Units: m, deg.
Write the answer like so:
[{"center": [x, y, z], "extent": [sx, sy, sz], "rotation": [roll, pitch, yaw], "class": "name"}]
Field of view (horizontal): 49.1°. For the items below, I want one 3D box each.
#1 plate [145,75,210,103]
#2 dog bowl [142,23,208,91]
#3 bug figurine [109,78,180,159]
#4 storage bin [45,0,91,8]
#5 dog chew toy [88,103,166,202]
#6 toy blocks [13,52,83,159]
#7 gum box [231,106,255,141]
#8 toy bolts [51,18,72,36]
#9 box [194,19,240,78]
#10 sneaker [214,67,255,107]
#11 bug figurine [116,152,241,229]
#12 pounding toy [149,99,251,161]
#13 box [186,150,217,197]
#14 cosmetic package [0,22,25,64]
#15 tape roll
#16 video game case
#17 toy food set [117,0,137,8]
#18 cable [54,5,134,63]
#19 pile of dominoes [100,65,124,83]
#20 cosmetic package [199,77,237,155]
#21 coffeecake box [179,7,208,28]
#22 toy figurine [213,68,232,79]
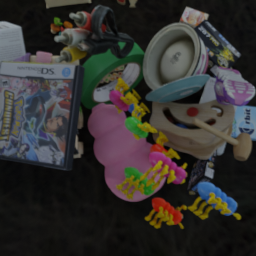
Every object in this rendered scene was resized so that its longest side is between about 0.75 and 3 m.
[{"center": [1.267, -0.920, 7.093], "extent": [1.676, 1.676, 0.214], "rotation": [-16, 82, -5], "class": "plate"}, {"center": [1.279, -1.751, 7.447], "extent": [0.686, 1.860, 1.860], "rotation": [11, 63, -43], "class": "dog bowl"}, {"center": [0.277, -0.156, 7.069], "extent": [0.635, 1.915, 2.469], "rotation": [-36, 50, 10], "class": "bug figurine"}, {"center": [-2.428, -5.648, 10.780], "extent": [1.767, 0.828, 1.754], "rotation": [-9, 71, -3], "class": "storage bin"}, {"center": [-0.139, 0.593, 7.854], "extent": [1.760, 1.760, 2.826], "rotation": [-30, 91, -10], "class": "dog chew toy"}, {"center": [-2.534, -0.413, 8.024], "extent": [2.346, 2.605, 2.787], "rotation": [-1, 73, -7], "class": "toy blocks"}, {"center": [3.799, -0.169, 9.096], "extent": [1.259, 0.280, 1.069], "rotation": [8, 77, 2], "class": "gum box"}, {"center": [-2.422, -3.542, 10.328], "extent": [0.751, 0.545, 0.786], "rotation": [-1, 52, -43], "class": "toy bolts"}, {"center": [2.651, -2.520, 8.914], "extent": [1.696, 0.416, 1.367], "rotation": [46, 53, 0], "class": "box"}, {"center": [2.523, -0.870, 6.927], "extent": [0.723, 0.795, 1.798], "rotation": [13, 29, -1], "class": "sneaker"}, {"center": [0.996, 1.475, 6.335], "extent": [2.185, 2.818, 0.725], "rotation": [40, 56, -6], "class": "bug figurine"}, {"center": [1.894, -0.309, 7.370], "extent": [2.863, 1.643, 1.637], "rotation": [19, 60, 26], "class": "pounding toy"}, {"center": [2.102, 1.234, 7.989], "extent": [0.284, 1.144, 1.135], "rotation": [27, 49, 2], "class": "box"}, {"center": [-3.583, -2.073, 7.695], "extent": [1.145, 1.389, 1.146], "rotation": [-23, 38, -37], "class": "cosmetic package"}, {"center": [-0.489, -1.541, 8.500], "extent": [2.390, 2.390, 0.574], "rotation": [-32, 74, -11], "class": "tape roll"}, {"center": [-2.162, -0.338, 6.515], "extent": [2.127, 0.300, 2.354], "rotation": [7, 89, 16], "class": "video game case"}, {"center": [-0.060, -5.457, 11.043], "extent": [1.030, 0.255, 1.620], "rotation": [11, 79, 4], "class": "toy food set"}, {"center": [-0.508, -1.991, 5.932], "extent": [0.655, 2.604, 1.264], "rotation": [36, 118, 8], "class": "cable"}, {"center": [-0.823, -1.981, 9.348], "extent": [1.415, 0.225, 1.103], "rotation": [-6, 59, 13], "class": "pile of dominoes"}, {"center": [2.651, -0.352, 8.671], "extent": [1.117, 0.814, 2.198], "rotation": [17, 85, 11], "class": "cosmetic package"}, {"center": [2.446, -4.031, 10.476], "extent": [0.885, 0.323, 0.680], "rotation": [23, 72, 8], "class": "coffeecake box"}, {"center": [3.247, -1.709, 9.588], "extent": [0.693, 0.610, 1.156], "rotation": [-37, 75, 3], "class": "toy figurine"}]
